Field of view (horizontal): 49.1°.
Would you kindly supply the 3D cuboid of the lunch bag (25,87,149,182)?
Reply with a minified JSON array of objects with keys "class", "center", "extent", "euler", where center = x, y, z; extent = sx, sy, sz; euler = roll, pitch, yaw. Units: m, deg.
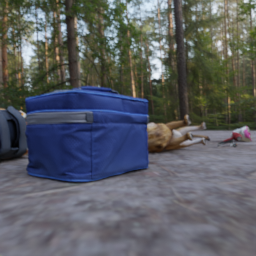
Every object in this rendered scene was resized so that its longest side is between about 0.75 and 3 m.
[{"class":"lunch bag","center":[-0.520,0.006,4.435],"extent":[1.365,1.330,2.010],"euler":[0,1,35]}]

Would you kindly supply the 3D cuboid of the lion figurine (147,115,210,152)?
[{"class":"lion figurine","center":[1.209,0.285,7.925],"extent":[1.627,0.963,2.657],"euler":[-20,-25,29]}]

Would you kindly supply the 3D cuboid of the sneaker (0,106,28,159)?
[{"class":"sneaker","center":[-2.642,0.087,5.685],"extent":[1.168,1.153,2.941],"euler":[-6,0,-12]}]

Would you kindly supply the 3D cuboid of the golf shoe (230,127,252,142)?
[{"class":"golf shoe","center":[5.165,0.361,12.812],"extent":[0.870,0.716,1.901],"euler":[-17,-7,20]}]

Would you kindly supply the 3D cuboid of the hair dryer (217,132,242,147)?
[{"class":"hair dryer","center":[3.584,0.363,9.775],"extent":[0.737,0.263,0.968],"euler":[3,25,43]}]
